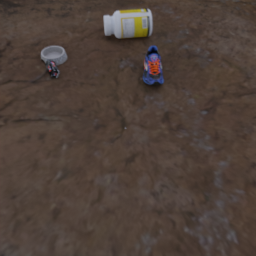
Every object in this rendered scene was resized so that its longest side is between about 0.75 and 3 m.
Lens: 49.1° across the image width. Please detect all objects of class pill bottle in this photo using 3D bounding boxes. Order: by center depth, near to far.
[{"bbox_3d":[-0.027,-5.299,14.322,2.367,1.326,1.326,-5,48,-5],"label":"pill bottle"}]

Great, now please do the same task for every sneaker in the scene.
[{"bbox_3d":[1.057,-2.723,12.233,0.896,0.933,2.378,-4,47,-2],"label":"sneaker"}]

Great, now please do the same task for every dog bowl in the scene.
[{"bbox_3d":[-3.546,-3.450,13.292,1.240,0.364,1.240,0,47,-1],"label":"dog bowl"}]

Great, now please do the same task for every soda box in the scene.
[{"bbox_3d":[-3.393,-2.656,12.507,0.315,0.352,0.994,9,37,-40],"label":"soda box"}]
